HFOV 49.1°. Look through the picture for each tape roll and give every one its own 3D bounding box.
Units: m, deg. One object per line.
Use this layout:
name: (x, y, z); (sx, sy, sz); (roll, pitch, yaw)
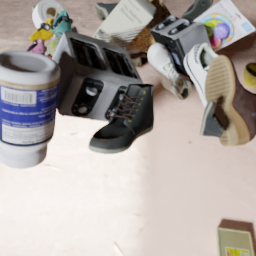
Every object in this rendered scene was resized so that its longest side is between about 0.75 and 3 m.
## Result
tape roll: (-3.158, -4.543, 11.694); (0.544, 1.554, 1.554); (-24, 18, 48)

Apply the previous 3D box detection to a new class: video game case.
video game case: (-2.872, -3.626, 12.362); (1.698, 0.214, 1.866); (-30, 44, 6)

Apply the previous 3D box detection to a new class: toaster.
toaster: (2.013, -2.987, 10.455); (1.264, 2.130, 1.926); (-37, 38, -4)
toaster: (-1.048, -1.564, 8.761); (2.410, 1.582, 2.665); (9, 43, -34)

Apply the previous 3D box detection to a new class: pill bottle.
pill bottle: (-2.583, -0.380, 6.953); (1.560, 2.696, 1.560); (11, 32, -7)

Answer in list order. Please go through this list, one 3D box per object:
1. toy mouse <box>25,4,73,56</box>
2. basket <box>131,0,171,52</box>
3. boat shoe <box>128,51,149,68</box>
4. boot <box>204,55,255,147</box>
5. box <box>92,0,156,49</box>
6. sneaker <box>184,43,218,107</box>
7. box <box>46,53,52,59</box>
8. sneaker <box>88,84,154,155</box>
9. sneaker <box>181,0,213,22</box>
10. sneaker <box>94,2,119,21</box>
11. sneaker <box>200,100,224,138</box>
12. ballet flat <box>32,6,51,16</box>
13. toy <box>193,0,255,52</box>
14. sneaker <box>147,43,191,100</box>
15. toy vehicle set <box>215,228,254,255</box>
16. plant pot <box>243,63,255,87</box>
toy mouse: (-2.782, -3.182, 9.933); (2.980, 0.577, 2.648); (-51, 37, -7)
basket: (0.954, -4.452, 12.195); (1.642, 1.714, 2.301); (-52, 36, -7)
boat shoe: (0.380, -3.567, 14.984); (2.067, 0.783, 0.742); (-29, 51, -27)
boot: (2.767, -0.709, 6.813); (1.823, 2.192, 0.793); (-16, 12, -33)
box: (-0.396, -3.667, 10.577); (1.220, 2.970, 1.016); (37, 40, -17)
sneaker: (2.518, -1.160, 7.800); (0.983, 1.036, 2.573); (-38, 92, -9)
box: (-3.509, -1.755, 10.363); (0.403, 2.322, 1.278); (50, 57, -5)
sneaker: (-0.143, -0.330, 7.093); (0.959, 1.361, 2.563); (14, 25, 27)
sneaker: (2.901, -4.975, 11.544); (0.754, 1.973, 1.130); (33, 63, -6)
sneaker: (-0.808, -5.099, 12.136); (0.966, 0.680, 1.819); (-24, 39, -10)
sneaker: (1.771, -0.175, 5.732); (0.458, 0.863, 0.323); (11, 42, 11)
ballet flat: (-3.757, -5.244, 12.512); (1.019, 0.360, 0.360); (4, 41, -6)
toy: (3.134, -3.508, 10.682); (1.584, 2.751, 0.649); (38, 69, -17)
sneaker: (1.611, -1.938, 10.013); (0.865, 2.347, 1.356); (-42, 50, 1)
toy vehicle set: (2.876, 3.454, 7.480); (0.933, 0.199, 1.502); (6, 42, 7)
plant pot: (6.110, -2.502, 13.649); (1.153, 0.819, 1.153); (4, 52, -5)
